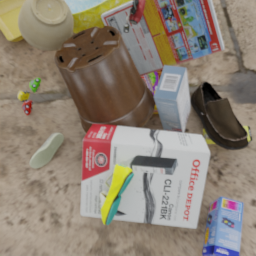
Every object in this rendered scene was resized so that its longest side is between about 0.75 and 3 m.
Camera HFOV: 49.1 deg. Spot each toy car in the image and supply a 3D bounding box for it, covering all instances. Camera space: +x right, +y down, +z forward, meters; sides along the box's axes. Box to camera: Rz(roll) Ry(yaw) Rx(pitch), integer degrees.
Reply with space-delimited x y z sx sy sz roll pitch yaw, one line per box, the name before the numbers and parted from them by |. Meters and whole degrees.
toy car | -3.046 -1.091 8.664 0.266 1.192 1.121 20 65 0

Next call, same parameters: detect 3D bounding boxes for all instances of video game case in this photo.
video game case | 0.952 -2.751 7.997 2.993 2.140 0.261 -13 29 26

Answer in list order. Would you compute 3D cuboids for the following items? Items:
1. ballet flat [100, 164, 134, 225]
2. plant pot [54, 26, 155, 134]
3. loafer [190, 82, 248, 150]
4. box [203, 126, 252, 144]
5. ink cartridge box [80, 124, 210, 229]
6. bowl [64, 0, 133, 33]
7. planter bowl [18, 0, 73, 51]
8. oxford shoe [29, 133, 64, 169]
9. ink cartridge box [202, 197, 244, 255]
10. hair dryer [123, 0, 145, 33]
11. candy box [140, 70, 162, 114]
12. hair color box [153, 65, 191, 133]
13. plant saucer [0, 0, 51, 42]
ballet flat | -0.353 1.463 6.276 0.514 0.512 1.534 30 112 17
plant pot | -0.665 -1.273 7.545 2.331 2.308 2.331 -12 46 13
loafer | 2.592 -0.425 8.174 0.928 0.907 2.542 -16 49 -14
box | 3.005 0.218 8.502 1.361 0.341 0.512 0 63 -1
ink cartridge box | 0.378 1.167 6.982 2.894 1.212 2.088 5 108 2
bowl | -0.924 -4.013 9.628 2.943 1.584 2.943 -15 46 16
planter bowl | -2.166 -2.994 7.551 1.521 1.024 1.521 3 81 -20
oxford shoe | -2.411 0.662 8.299 1.276 0.480 0.368 -52 33 -13
ink cartridge box | 2.307 2.644 6.895 0.617 1.102 1.615 12 65 6
hair dryer | 0.249 -2.933 6.838 0.335 0.940 1.235 22 47 -6
candy box | 0.485 -1.846 9.483 1.511 0.390 2.956 -1 64 2
hair color box | 1.303 -0.681 7.896 0.632 2.084 1.032 11 67 21
plant saucer | -3.917 -4.187 10.565 2.048 0.496 2.048 -32 69 -15
